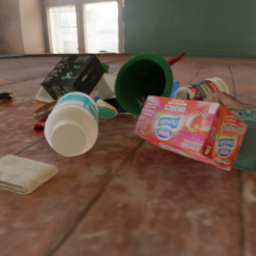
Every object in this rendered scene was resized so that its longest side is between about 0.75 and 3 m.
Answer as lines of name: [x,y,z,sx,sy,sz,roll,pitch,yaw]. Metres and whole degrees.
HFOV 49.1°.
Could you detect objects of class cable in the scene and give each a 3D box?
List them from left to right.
cable: [-6.669,-1.214,13.874,2.426,0.611,1.178,-24,45,-25]

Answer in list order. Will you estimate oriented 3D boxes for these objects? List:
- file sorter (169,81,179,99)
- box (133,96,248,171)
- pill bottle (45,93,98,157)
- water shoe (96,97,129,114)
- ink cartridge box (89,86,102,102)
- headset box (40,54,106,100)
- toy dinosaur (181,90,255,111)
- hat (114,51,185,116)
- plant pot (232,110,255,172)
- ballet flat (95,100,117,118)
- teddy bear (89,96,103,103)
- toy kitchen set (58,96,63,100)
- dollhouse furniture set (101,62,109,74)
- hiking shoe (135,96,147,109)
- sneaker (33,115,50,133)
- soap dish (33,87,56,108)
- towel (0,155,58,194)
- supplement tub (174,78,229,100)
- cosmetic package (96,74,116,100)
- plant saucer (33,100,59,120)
file sorter: [1.587,-1.446,12.578,0.978,1.409,0.864,18,19,42]
box: [1.530,0.048,7.501,1.326,1.270,2.661,28,-6,-35]
pill bottle: [-1.699,-0.107,8.714,1.526,1.526,2.755,-2,20,-5]
water shoe: [-0.348,-0.972,12.121,2.202,0.787,0.869,-12,-1,-4]
ink cartridge box: [-1.716,-1.885,12.801,0.492,1.162,0.840,-38,43,15]
headset box: [-2.221,-2.100,11.675,2.121,0.984,1.846,6,55,36]
toy dinosaur: [2.512,-0.588,8.637,1.089,1.719,2.537,12,-28,-37]
hat: [1.226,-1.792,11.844,2.884,2.389,2.539,-26,-10,25]
plant pot: [3.457,0.295,7.788,1.408,1.379,1.408,0,18,0]
ballet flat: [-1.319,-0.748,10.814,2.137,0.808,0.683,-3,53,30]
teddy bear: [-1.839,-1.588,14.014,1.828,0.842,2.521,-13,24,-36]
toy kitchen set: [-2.049,-0.451,11.061,1.308,0.962,1.633,-5,40,-13]
dollhouse furniture set: [-1.775,-2.558,13.611,1.851,0.714,0.925,-12,-25,42]
hiking shoe: [0.552,-1.023,10.437,0.376,0.499,0.992,-38,-3,15]
sneaker: [-3.305,-0.228,10.534,1.474,0.577,0.851,16,23,41]
soap dish: [-3.150,-1.538,12.674,1.529,0.789,1.943,14,51,5]
towel: [-2.818,1.113,7.053,1.800,0.310,1.193,8,22,21]
supplement tub: [3.072,-1.259,11.779,1.975,1.386,1.386,-21,26,-22]
cosmetic package: [-0.417,-1.847,13.371,2.631,0.666,1.086,-3,56,-56]
plant saucer: [-2.964,-0.704,10.356,1.283,0.206,1.283,-22,21,9]
